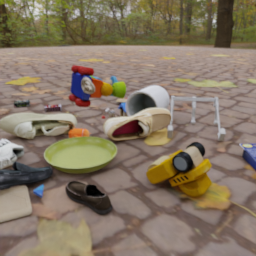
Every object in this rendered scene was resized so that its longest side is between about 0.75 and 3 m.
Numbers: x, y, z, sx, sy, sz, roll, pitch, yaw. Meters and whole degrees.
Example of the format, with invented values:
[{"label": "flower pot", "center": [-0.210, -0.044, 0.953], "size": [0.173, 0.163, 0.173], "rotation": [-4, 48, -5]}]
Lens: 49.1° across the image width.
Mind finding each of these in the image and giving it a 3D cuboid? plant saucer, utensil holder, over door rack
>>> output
[{"label": "plant saucer", "center": [-1.546, 0.909, 9.296], "size": [2.362, 0.367, 2.362], "rotation": [-1, 21, 0]}, {"label": "utensil holder", "center": [0.954, -1.089, 12.776], "size": [1.542, 1.542, 1.815], "rotation": [10, 23, 24]}, {"label": "over door rack", "center": [2.790, -0.345, 11.897], "size": [2.178, 0.982, 2.948], "rotation": [2, 35, 10]}]

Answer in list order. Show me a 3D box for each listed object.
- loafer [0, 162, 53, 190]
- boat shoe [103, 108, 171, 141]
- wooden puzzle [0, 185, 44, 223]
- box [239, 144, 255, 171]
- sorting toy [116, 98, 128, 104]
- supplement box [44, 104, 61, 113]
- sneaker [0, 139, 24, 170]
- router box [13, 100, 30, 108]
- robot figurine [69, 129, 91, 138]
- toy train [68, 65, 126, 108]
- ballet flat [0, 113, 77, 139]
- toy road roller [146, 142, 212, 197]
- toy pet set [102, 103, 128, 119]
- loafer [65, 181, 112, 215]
[{"label": "loafer", "center": [-2.995, 1.249, 7.725], "size": [1.902, 0.668, 0.646], "rotation": [-6, 1, -40]}, {"label": "boat shoe", "center": [0.480, -0.036, 10.940], "size": [2.821, 1.040, 0.976], "rotation": [-15, 27, -11]}, {"label": "wooden puzzle", "center": [-3.015, 1.923, 6.979], "size": [1.807, 0.211, 1.219], "rotation": [-7, 26, -16]}, {"label": "box", "center": [4.603, 1.111, 8.742], "size": [1.412, 0.378, 2.331], "rotation": [-1, 23, -4]}, {"label": "sorting toy", "center": [-0.324, -1.437, 15.438], "size": [0.581, 0.204, 1.204], "rotation": [4, 22, 10]}, {"label": "supplement box", "center": [-3.830, -0.999, 14.273], "size": [0.819, 0.249, 0.446], "rotation": [-7, 23, -15]}, {"label": "sneaker", "center": [-4.047, 0.984, 8.668], "size": [0.858, 0.795, 2.117], "rotation": [13, 24, 8]}, {"label": "router box", "center": [-5.701, -1.302, 15.037], "size": [0.795, 0.247, 0.596], "rotation": [-5, 22, -14]}, {"label": "robot figurine", "center": [-1.859, 0.272, 10.769], "size": [0.822, 0.479, 0.591], "rotation": [2, -18, 6]}, {"label": "toy train", "center": [-0.762, -1.175, 8.486], "size": [1.602, 1.172, 2.769], "rotation": [2, 13, -24]}, {"label": "ballet flat", "center": [-3.503, -0.046, 11.038], "size": [2.995, 1.040, 1.040], "rotation": [-6, 22, -17]}, {"label": "toy road roller", "center": [1.495, 1.291, 7.763], "size": [1.738, 1.268, 1.068], "rotation": [-31, -4, 43]}, {"label": "toy pet set", "center": [-0.403, -0.714, 12.894], "size": [1.288, 0.733, 1.380], "rotation": [-13, 26, -30]}, {"label": "loafer", "center": [-1.012, 1.638, 7.179], "size": [1.551, 0.553, 0.566], "rotation": [15, 26, 34]}]
